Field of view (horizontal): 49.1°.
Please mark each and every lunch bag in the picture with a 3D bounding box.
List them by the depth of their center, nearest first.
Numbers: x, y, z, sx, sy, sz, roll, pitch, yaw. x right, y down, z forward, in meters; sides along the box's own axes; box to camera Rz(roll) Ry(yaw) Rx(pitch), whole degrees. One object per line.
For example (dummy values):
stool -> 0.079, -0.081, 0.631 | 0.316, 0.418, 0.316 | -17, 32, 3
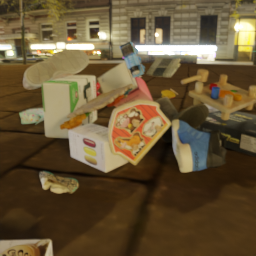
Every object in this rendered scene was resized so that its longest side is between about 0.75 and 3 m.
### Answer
lunch bag -> -3.733, -0.473, 11.305 | 0.932, 0.568, 0.794 | -2, 15, 11

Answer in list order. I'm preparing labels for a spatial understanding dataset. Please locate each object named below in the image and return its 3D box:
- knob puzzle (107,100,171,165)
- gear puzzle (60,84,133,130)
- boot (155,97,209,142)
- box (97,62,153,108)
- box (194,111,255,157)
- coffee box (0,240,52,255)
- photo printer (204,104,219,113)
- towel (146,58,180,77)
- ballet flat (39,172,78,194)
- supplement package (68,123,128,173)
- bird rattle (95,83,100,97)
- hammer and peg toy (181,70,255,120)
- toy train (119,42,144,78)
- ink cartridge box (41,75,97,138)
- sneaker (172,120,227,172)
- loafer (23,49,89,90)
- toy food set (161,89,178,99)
knob puzzle -> 0.206, 0.054, 6.739 | 1.825, 1.825, 0.253 | -9, 31, -28
gear puzzle -> -0.881, -0.559, 8.102 | 1.506, 0.381, 2.907 | -14, 17, 31
boot -> 1.639, -0.545, 9.813 | 1.912, 0.763, 2.103 | -30, 23, 10
box -> -0.068, -1.522, 11.403 | 1.318, 1.123, 2.061 | -29, -24, 17
box -> 3.673, 0.051, 9.227 | 2.214, 0.716, 2.808 | -10, 19, -34
coffee box -> -1.382, 1.936, 3.228 | 0.743, 0.524, 1.314 | 0, 17, -2
photo printer -> 4.040, -0.966, 13.317 | 1.004, 0.348, 0.835 | -15, 23, -39
towel -> 1.152, -1.933, 9.007 | 0.887, 0.159, 0.921 | 11, 51, 32
ballet flat -> -1.603, 1.212, 6.090 | 1.056, 0.358, 0.398 | 9, 37, 22
supplement package -> -0.811, 0.483, 7.517 | 1.501, 0.854, 0.822 | 14, 24, 42
bird rattle -> -2.742, -1.760, 14.206 | 2.442, 1.687, 2.995 | -10, 8, 26
hammer and peg toy -> 2.945, -1.185, 9.536 | 1.755, 0.841, 2.386 | -20, 37, -29
toy train -> 0.137, -2.142, 8.872 | 0.499, 1.150, 0.657 | -19, -1, 19
ink cartridge box -> -2.054, -0.899, 10.370 | 1.077, 1.902, 2.594 | 3, 17, 11
sneaker -> 1.929, 0.395, 7.677 | 1.314, 0.907, 2.363 | -5, 20, 3
loafer -> -2.925, -2.348, 11.257 | 2.924, 1.051, 0.919 | -34, 5, -37
toy food set -> 2.376, -1.891, 16.526 | 0.706, 0.392, 1.199 | 39, 37, 27
